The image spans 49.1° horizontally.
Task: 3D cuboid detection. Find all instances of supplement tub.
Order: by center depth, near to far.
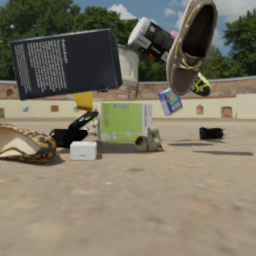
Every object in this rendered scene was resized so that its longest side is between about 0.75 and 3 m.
[{"bbox_3d":[0.999,-2.934,9.841,1.793,1.099,1.099,28,-5,-16],"label":"supplement tub"}]

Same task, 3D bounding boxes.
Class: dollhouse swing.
[{"bbox_3d":[-2.135,-1.278,12.850,1.111,1.222,1.074,7,-25,-32],"label":"dollhouse swing"}]

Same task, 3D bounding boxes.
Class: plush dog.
[{"bbox_3d":[0.625,0.510,9.289,0.890,0.832,1.036,-14,-25,-5],"label":"plush dog"}]

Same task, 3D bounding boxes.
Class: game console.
[{"bbox_3d":[-2.054,-0.012,11.276,1.634,0.334,2.769,2,29,30],"label":"game console"}]

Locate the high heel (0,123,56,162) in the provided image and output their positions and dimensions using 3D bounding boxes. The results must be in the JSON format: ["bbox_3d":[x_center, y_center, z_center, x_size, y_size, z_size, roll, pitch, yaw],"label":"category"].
[{"bbox_3d":[-3.285,0.325,7.168,2.873,1.026,2.048,8,-6,-13],"label":"high heel"}]

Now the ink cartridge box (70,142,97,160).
[{"bbox_3d":[-1.246,0.637,7.932,0.705,0.405,0.972,0,3,-6],"label":"ink cartridge box"}]

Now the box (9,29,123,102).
[{"bbox_3d":[-1.739,-2.009,9.160,2.891,1.796,2.915,-6,11,2],"label":"box"}]

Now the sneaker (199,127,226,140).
[{"bbox_3d":[4.217,0.243,13.894,1.060,0.610,2.032,-4,-3,26],"label":"sneaker"}]

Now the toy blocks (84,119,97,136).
[{"bbox_3d":[-1.521,0.003,16.396,1.361,1.617,1.511,34,0,-25],"label":"toy blocks"}]

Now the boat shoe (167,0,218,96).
[{"bbox_3d":[1.710,-2.078,7.644,1.003,2.791,0.831,11,30,-4],"label":"boat shoe"}]

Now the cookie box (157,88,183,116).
[{"bbox_3d":[1.877,-1.166,12.340,0.901,1.053,0.396,-30,15,-35],"label":"cookie box"}]

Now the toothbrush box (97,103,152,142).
[{"bbox_3d":[-0.175,-0.263,12.737,2.385,1.737,1.027,-2,3,-16],"label":"toothbrush box"}]

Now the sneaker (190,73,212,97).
[{"bbox_3d":[2.831,-2.058,11.674,0.824,0.813,2.156,-12,43,-25],"label":"sneaker"}]

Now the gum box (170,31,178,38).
[{"bbox_3d":[2.267,-3.579,12.008,1.205,0.684,0.398,24,-34,-18],"label":"gum box"}]
